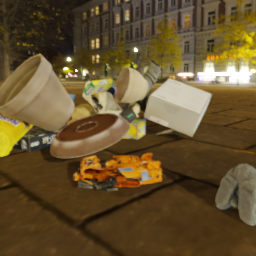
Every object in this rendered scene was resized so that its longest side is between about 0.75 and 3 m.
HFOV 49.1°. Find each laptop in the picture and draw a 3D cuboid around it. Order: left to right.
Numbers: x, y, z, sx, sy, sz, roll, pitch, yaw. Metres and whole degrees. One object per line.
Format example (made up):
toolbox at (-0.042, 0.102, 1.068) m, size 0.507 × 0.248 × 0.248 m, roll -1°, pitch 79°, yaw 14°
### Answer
laptop at (-4.558, -0.882, 14.617) m, size 2.601 × 1.610 × 2.778 m, roll 4°, pitch 12°, yaw 22°

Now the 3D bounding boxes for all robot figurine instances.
robot figurine at (-0.323, 1.107, 7.332) m, size 2.204 × 0.641 × 1.598 m, roll -2°, pitch 10°, yaw -10°

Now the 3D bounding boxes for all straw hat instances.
straw hat at (-1.981, -0.496, 12.602) m, size 2.437 × 1.031 × 2.437 m, roll -10°, pitch 26°, yaw 5°

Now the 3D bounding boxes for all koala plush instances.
koala plush at (2.639, 1.303, 5.806) m, size 1.181 × 1.085 × 1.047 m, roll 7°, pitch 7°, yaw -28°

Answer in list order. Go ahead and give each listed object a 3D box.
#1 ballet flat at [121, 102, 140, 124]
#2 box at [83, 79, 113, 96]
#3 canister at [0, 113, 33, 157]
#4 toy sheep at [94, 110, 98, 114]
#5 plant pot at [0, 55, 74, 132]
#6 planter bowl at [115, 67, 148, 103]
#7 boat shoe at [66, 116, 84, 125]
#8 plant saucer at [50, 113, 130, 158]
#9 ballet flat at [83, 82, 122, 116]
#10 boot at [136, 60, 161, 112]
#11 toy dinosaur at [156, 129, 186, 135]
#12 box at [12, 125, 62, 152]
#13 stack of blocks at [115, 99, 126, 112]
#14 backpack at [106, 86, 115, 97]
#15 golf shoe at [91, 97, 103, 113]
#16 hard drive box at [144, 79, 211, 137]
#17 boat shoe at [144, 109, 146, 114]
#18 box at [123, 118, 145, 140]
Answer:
ballet flat at (0.197, -0.712, 12.079) m, size 0.778 × 0.778 × 2.130 m, roll 1°, pitch 16°, yaw 7°
box at (-1.036, -1.497, 10.276) m, size 1.115 × 0.270 × 0.654 m, roll -21°, pitch -10°, yaw -46°
canister at (-4.348, -0.098, 9.541) m, size 1.662 × 0.969 × 2.238 m, roll 23°, pitch 21°, yaw -6°
toy sheep at (-1.414, -0.762, 14.211) m, size 0.789 × 1.144 × 0.789 m, roll 3°, pitch 1°, yaw 0°
plant pot at (-3.010, -0.972, 9.564) m, size 2.302 × 2.302 × 1.997 m, roll 13°, pitch -24°, yaw 48°
planter bowl at (0.175, -1.527, 10.602) m, size 0.909 × 1.350 × 1.350 m, roll 13°, pitch 6°, yaw -22°
boat shoe at (-1.942, -0.213, 11.665) m, size 1.781 × 0.635 × 0.575 m, roll -9°, pitch -11°, yaw 29°
plant saucer at (-1.197, 0.109, 8.476) m, size 2.527 × 0.405 × 2.527 m, roll -13°, pitch 22°, yaw 5°
ballet flat at (-1.202, -1.290, 12.422) m, size 1.010 × 1.010 × 2.910 m, roll -8°, pitch 32°, yaw -35°
boot at (0.863, -1.833, 12.670) m, size 0.965 × 1.862 × 2.850 m, roll 35°, pitch -6°, yaw 6°
toy dinosaur at (2.097, 0.003, 12.518) m, size 1.692 × 0.746 × 0.402 m, roll -2°, pitch 25°, yaw -11°
box at (-4.048, 0.320, 11.390) m, size 2.466 × 0.537 × 1.976 m, roll 7°, pitch 13°, yaw 30°
stack of blocks at (-0.385, -1.271, 13.681) m, size 0.547 × 1.075 × 1.867 m, roll 14°, pitch 53°, yaw -1°
backpack at (-1.161, -2.035, 14.936) m, size 0.997 × 0.810 × 0.836 m, roll 31°, pitch 16°, yaw -8°
golf shoe at (-1.335, -0.942, 11.541) m, size 0.322 × 0.391 × 0.827 m, roll -4°, pitch 45°, yaw -32°
hard drive box at (2.247, -1.007, 12.282) m, size 2.181 × 1.075 × 2.799 m, roll 23°, pitch 30°, yaw 15°
boat shoe at (1.337, -0.725, 13.633) m, size 0.749 × 0.798 × 2.166 m, roll 26°, pitch 3°, yaw 15°
box at (0.029, -0.002, 12.438) m, size 1.225 × 0.747 × 1.180 m, roll 4°, pitch 12°, yaw 20°
